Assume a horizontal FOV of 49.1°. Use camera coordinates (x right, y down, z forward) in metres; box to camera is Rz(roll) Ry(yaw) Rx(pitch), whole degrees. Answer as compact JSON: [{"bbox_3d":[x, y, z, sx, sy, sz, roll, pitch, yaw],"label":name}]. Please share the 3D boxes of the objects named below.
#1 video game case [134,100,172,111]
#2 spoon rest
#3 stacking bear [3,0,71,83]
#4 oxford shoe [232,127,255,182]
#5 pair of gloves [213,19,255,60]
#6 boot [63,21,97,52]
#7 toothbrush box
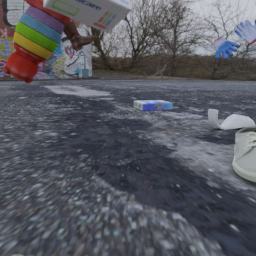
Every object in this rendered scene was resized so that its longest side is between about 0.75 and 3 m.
[{"bbox_3d":[1.131,-1.062,12.904,1.429,0.325,1.296,-3,13,-16],"label":"video game case"},{"bbox_3d":[3.135,-0.186,8.578,1.783,0.540,0.886,9,7,-31],"label":"spoon rest"},{"bbox_3d":[-3.039,-2.733,9.006,1.553,2.558,1.454,22,11,-40],"label":"stacking bear"},{"bbox_3d":[2.309,0.429,5.048,0.809,0.622,2.153,6,15,14],"label":"oxford shoe"},{"bbox_3d":[2.843,-2.343,7.348,1.327,0.151,1.067,-35,36,23],"label":"pair of gloves"},{"bbox_3d":[-2.199,-4.285,12.471,1.248,1.339,0.430,-37,25,-13],"label":"boot"},{"bbox_3d":[-0.605,-2.362,4.145,1.091,1.498,0.645,9,-23,-36],"label":"toothbrush box"}]
